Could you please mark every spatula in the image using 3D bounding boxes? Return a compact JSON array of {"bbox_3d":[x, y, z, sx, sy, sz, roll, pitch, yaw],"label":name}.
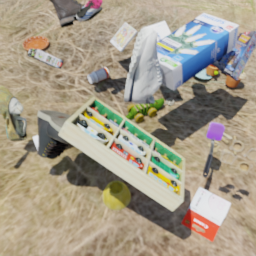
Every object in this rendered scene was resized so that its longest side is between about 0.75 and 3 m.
[{"bbox_3d":[2.443,0.659,8.218,0.466,0.169,1.648,13,92,33],"label":"spatula"}]

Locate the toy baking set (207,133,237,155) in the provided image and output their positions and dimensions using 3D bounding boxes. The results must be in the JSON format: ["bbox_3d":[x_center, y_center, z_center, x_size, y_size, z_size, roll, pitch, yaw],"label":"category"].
[{"bbox_3d":[3.578,0.494,10.552,1.063,0.161,1.385,13,51,11],"label":"toy baking set"}]

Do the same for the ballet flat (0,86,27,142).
[{"bbox_3d":[-2.996,-0.333,7.380,0.607,1.717,0.607,2,38,-2],"label":"ballet flat"}]

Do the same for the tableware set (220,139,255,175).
[{"bbox_3d":[2.885,0.736,7.171,0.943,0.788,0.109,28,33,11],"label":"tableware set"}]

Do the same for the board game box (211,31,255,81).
[{"bbox_3d":[3.620,-2.700,9.663,1.589,0.490,1.590,-52,47,15],"label":"board game box"}]

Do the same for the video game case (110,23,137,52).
[{"bbox_3d":[-0.212,-4.027,12.421,1.106,0.127,1.007,-48,51,12],"label":"video game case"}]

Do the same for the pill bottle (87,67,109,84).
[{"bbox_3d":[-1.352,-2.372,12.761,0.934,0.512,0.512,-28,55,-22],"label":"pill bottle"}]

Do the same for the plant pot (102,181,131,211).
[{"bbox_3d":[-0.373,2.056,8.902,0.921,0.654,0.921,0,50,0],"label":"plant pot"}]

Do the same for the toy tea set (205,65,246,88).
[{"bbox_3d":[4.244,-3.106,12.891,1.758,1.094,2.956,-31,56,-32],"label":"toy tea set"}]

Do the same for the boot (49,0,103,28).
[{"bbox_3d":[-1.927,-4.464,9.642,1.827,0.632,1.590,-25,98,-20],"label":"boot"}]

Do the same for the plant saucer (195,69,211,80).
[{"bbox_3d":[3.390,-2.480,13.007,0.952,0.183,0.952,7,45,-7],"label":"plant saucer"}]

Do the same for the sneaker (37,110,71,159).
[{"bbox_3d":[-1.749,0.338,7.320,0.895,1.271,2.392,0,13,-31],"label":"sneaker"}]

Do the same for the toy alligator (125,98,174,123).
[{"bbox_3d":[0.879,-0.902,11.465,2.397,0.576,0.794,-24,55,-19],"label":"toy alligator"}]

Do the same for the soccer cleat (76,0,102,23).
[{"bbox_3d":[-1.303,-3.917,9.323,1.051,0.454,0.367,-40,86,-11],"label":"soccer cleat"}]

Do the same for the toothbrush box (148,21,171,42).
[{"bbox_3d":[1.294,-2.877,10.561,0.738,1.731,1.267,-18,61,2],"label":"toothbrush box"}]

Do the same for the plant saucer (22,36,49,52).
[{"bbox_3d":[-4.811,-4.353,14.647,1.338,0.216,1.338,-1,49,1],"label":"plant saucer"}]

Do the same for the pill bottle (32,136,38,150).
[{"bbox_3d":[-2.700,0.400,10.224,1.373,0.778,0.778,-22,53,-17],"label":"pill bottle"}]

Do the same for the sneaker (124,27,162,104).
[{"bbox_3d":[0.514,-1.603,7.598,0.960,2.384,0.911,11,50,-3],"label":"sneaker"}]

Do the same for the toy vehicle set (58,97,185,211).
[{"bbox_3d":[0.034,0.477,6.488,2.900,0.384,1.802,34,26,-4],"label":"toy vehicle set"}]

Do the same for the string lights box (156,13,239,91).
[{"bbox_3d":[1.921,-2.437,8.743,2.798,0.825,1.438,-36,51,-18],"label":"string lights box"}]

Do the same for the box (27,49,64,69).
[{"bbox_3d":[-2.495,-2.078,8.366,0.794,0.250,1.442,22,4,-30],"label":"box"}]

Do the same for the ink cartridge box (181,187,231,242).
[{"bbox_3d":[2.413,2.626,8.649,1.076,0.378,1.324,26,50,20],"label":"ink cartridge box"}]
